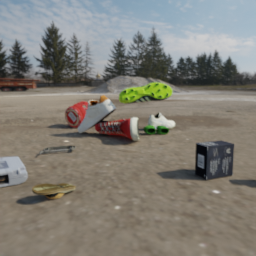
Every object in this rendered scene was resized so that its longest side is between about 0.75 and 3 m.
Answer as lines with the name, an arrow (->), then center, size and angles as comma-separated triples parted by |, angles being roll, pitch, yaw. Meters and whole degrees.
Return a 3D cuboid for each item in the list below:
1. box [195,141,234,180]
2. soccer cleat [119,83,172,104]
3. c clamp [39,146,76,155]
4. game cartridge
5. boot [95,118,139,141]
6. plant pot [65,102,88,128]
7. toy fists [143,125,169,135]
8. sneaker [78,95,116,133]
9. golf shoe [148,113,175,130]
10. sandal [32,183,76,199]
box -> 2.571, 0.942, 8.360 | 1.007, 0.990, 0.591 | -4, 10, -22
soccer cleat -> 0.826, -1.673, 13.829 | 2.674, 0.903, 1.084 | -7, -4, -10
c clamp -> -2.767, 0.891, 11.065 | 1.477, 0.200, 1.262 | -5, 6, -20
game cartridge -> -4.300, 1.311, 7.837 | 2.569, 0.534, 1.711 | -6, 7, -29
boot -> -0.565, 0.056, 13.382 | 2.115, 1.061, 2.931 | -1, 2, -4
plant pot -> -2.948, -0.745, 16.712 | 1.464, 1.464, 1.333 | 6, 20, 31
toy fists -> 1.460, 0.115, 14.608 | 1.322, 0.455, 0.674 | 0, 17, -8
sneaker -> -1.800, -0.732, 14.281 | 2.700, 1.143, 0.983 | -36, -1, 33
golf shoe -> 1.955, -0.396, 15.945 | 2.018, 0.981, 0.790 | -7, 10, -42
sandal -> -1.791, 1.577, 6.883 | 0.480, 0.323, 1.195 | 14, 2, 36
